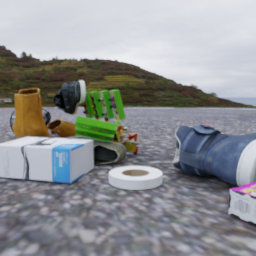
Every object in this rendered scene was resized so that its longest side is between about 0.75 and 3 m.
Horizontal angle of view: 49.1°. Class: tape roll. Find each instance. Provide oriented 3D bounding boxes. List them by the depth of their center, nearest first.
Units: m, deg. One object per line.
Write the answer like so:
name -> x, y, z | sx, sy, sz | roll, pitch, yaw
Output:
tape roll -> 0.149, 0.986, 5.622 | 1.086, 0.198, 1.086 | 0, 5, 0

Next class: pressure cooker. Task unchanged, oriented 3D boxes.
pressure cooker -> -4.050, -0.247, 11.941 | 1.478, 1.300, 1.320 | 4, -8, 19

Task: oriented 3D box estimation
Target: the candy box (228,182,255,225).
candy box -> 2.155, 1.092, 3.695 | 0.900, 0.403, 1.320 | -4, 8, -35

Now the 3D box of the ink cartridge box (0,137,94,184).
ink cartridge box -> -1.788, 0.654, 6.177 | 1.739, 0.732, 1.257 | 2, 6, 14

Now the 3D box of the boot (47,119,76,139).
boot -> -1.528, 0.150, 8.762 | 1.964, 0.691, 1.406 | -7, -28, 38

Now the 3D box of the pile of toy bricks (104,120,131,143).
pile of toy bricks -> -0.361, 0.084, 10.040 | 1.151, 1.025, 2.075 | -1, 6, -9

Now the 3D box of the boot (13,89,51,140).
boot -> -2.804, -0.226, 8.624 | 0.959, 1.952, 2.727 | 0, 6, -4

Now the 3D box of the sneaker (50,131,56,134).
sneaker -> -3.030, -0.007, 12.094 | 0.379, 0.524, 1.072 | -9, 1, 19

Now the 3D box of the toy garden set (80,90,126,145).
toy garden set -> -0.773, -0.278, 7.969 | 0.360, 1.502, 1.802 | -23, 17, -36

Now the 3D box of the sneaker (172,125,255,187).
sneaker -> 2.279, 0.434, 6.436 | 2.106, 1.108, 2.915 | 9, 12, 40

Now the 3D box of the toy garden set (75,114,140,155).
toy garden set -> -0.461, 0.173, 7.461 | 1.815, 0.435, 2.178 | 12, -18, -7

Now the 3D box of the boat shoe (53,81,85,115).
boat shoe -> -1.874, -0.866, 8.490 | 0.750, 0.845, 2.261 | -4, -3, -22

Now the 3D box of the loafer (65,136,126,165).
loafer -> -0.982, 0.577, 7.065 | 1.851, 0.696, 0.645 | 1, 2, 3

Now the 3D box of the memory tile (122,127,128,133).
memory tile -> -1.486, 0.043, 14.116 | 2.710, 0.227, 2.077 | -1, 7, -13
